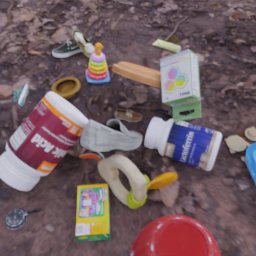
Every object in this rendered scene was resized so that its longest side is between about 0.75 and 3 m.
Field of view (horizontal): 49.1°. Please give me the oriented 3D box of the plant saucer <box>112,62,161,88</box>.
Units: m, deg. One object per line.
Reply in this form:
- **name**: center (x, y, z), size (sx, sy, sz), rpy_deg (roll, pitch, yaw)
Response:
- **plant saucer**: center (0.722, -1.985, 10.525), size (2.680, 0.433, 2.680), rpy_deg (16, 17, -5)

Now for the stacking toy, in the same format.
- **stacking toy**: center (-1.322, -2.884, 12.123), size (1.039, 1.791, 0.983), rpy_deg (-4, 49, -11)

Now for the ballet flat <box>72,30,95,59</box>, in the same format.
- **ballet flat**: center (-2.079, -4.013, 13.482), size (0.632, 0.632, 1.788), rpy_deg (-39, 86, -29)

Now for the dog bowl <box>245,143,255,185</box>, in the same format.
- **dog bowl**: center (4.527, 1.412, 9.191), size (1.061, 0.472, 1.903), rpy_deg (-9, 55, -5)

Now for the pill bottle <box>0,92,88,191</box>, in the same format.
- **pill bottle**: center (-2.661, 0.441, 8.626), size (1.611, 1.611, 2.822), rpy_deg (41, 93, 30)

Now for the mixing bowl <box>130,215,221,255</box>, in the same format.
- **mixing bowl**: center (1.307, 3.247, 7.135), size (2.548, 1.380, 2.548), rpy_deg (1, 49, -1)

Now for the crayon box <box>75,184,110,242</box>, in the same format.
- **crayon box**: center (-1.040, 2.491, 8.367), size (0.950, 0.466, 1.600), rpy_deg (-3, 49, -3)

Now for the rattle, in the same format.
- **rattle**: center (-0.050, 1.127, 8.908), size (1.871, 1.705, 2.619), rpy_deg (-39, 46, -21)

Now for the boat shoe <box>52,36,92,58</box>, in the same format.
- **boat shoe**: center (-2.811, -4.095, 13.938), size (2.068, 0.658, 0.731), rpy_deg (-23, 53, -18)

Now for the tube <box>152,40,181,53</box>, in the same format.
- **tube**: center (1.959, -4.161, 14.225), size (1.438, 0.373, 0.417), rpy_deg (29, 16, 28)

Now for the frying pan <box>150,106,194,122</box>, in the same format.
- **frying pan**: center (1.845, -0.518, 11.110), size (1.697, 0.276, 1.026), rpy_deg (-16, 50, -11)

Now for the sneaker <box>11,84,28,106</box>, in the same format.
- **sneaker**: center (-2.988, -0.950, 7.722), size (0.354, 0.301, 0.777), rpy_deg (9, 48, -6)

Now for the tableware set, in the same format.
- **tableware set**: center (4.556, 0.686, 10.109), size (1.876, 0.218, 1.567), rpy_deg (-23, 53, -18)

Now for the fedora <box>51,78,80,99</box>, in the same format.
- **fedora**: center (-2.596, -1.608, 11.891), size (1.250, 0.510, 1.250), rpy_deg (-2, 52, 3)

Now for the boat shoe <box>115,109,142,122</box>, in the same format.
- **boat shoe**: center (0.008, -0.512, 11.013), size (1.108, 0.398, 0.419), rpy_deg (5, 49, 5)

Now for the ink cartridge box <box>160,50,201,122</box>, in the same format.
- **ink cartridge box**: center (1.657, -1.299, 8.894), size (1.072, 0.612, 2.065), rpy_deg (-11, 75, 41)

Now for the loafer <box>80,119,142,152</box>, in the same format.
- **loafer**: center (-0.341, 0.184, 8.273), size (0.878, 0.876, 2.512), rpy_deg (18, 9, 32)

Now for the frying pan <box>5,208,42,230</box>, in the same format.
- **frying pan**: center (-3.168, 2.706, 8.408), size (1.075, 0.175, 0.650), rpy_deg (-3, 50, 2)

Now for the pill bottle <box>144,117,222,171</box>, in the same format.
- **pill bottle**: center (1.828, 0.477, 9.530), size (2.353, 1.362, 1.362), rpy_deg (17, 51, 16)
